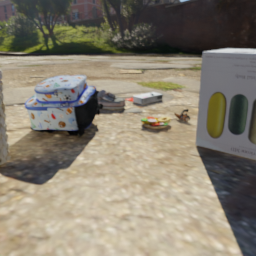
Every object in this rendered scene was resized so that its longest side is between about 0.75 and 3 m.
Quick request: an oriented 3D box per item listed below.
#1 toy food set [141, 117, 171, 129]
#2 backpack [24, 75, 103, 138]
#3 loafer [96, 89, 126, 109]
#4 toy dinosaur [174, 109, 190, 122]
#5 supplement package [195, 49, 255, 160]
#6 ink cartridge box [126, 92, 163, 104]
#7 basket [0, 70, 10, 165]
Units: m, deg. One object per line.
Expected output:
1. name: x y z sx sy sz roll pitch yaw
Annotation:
1. toy food set: 1.084 -0.237 11.133 1.130 0.275 1.118 10 21 26
2. backpack: -2.520 -0.844 10.497 2.514 2.033 2.640 -9 20 13
3. loafer: -1.517 -1.550 13.993 2.964 0.932 1.066 9 20 24
4. toy dinosaur: 2.297 -0.520 11.837 0.596 0.449 0.879 -29 53 -27
5. supplement package: 3.687 -0.886 8.808 2.253 2.968 2.236 14 23 35
6. ink cartridge box: 0.856 -1.693 15.364 1.614 0.352 1.401 -16 26 -39
7. basket: -4.951 -0.170 6.936 2.962 2.936 2.382 5 15 17
